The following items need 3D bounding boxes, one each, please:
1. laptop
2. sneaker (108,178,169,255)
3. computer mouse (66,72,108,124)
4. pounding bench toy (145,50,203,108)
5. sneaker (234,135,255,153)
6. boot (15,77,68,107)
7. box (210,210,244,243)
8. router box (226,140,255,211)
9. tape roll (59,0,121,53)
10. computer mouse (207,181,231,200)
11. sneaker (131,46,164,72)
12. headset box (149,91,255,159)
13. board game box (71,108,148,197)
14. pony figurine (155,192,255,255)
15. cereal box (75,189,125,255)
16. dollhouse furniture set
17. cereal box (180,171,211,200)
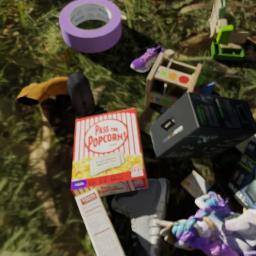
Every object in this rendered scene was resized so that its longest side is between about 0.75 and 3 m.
[{"bbox_3d":[2.015,-1.039,9.618,1.436,0.832,1.345,19,60,11],"label":"laptop"},{"bbox_3d":[0.151,2.553,7.464,1.585,1.030,2.745,7,52,13],"label":"sneaker"},{"bbox_3d":[-1.458,-1.005,9.237,1.193,0.454,1.723,-23,102,-8],"label":"computer mouse"},{"bbox_3d":[1.755,-1.737,9.686,1.652,1.316,2.118,19,60,13],"label":"pounding bench toy"},{"bbox_3d":[4.112,0.378,8.247,1.109,1.691,2.940,-21,61,-12],"label":"sneaker"},{"bbox_3d":[-2.764,-1.165,9.541,1.846,0.649,1.321,-5,32,6],"label":"boot"},{"bbox_3d":[3.445,3.010,7.311,2.272,0.565,1.792,-22,61,-13],"label":"box"},{"bbox_3d":[3.226,1.246,6.730,0.613,1.973,1.478,24,99,-3],"label":"router box"},{"bbox_3d":[-1.523,-4.271,11.588,2.494,0.818,2.494,0,59,1],"label":"tape roll"},{"bbox_3d":[3.001,1.654,8.139,1.678,0.286,0.492,-23,76,-12],"label":"computer mouse"},{"bbox_3d":[0.784,-2.639,10.549,1.570,0.694,0.632,-28,63,-26],"label":"sneaker"},{"bbox_3d":[1.966,0.049,7.810,2.278,1.984,1.057,3,62,-26],"label":"headset box"},{"bbox_3d":[-0.575,0.683,8.240,1.988,0.608,2.624,-11,47,5],"label":"board game box"},{"bbox_3d":[2.247,2.455,5.932,2.753,2.852,2.375,27,104,33],"label":"pony figurine"},{"bbox_3d":[-0.331,3.049,6.409,0.574,2.089,2.904,-23,61,-13],"label":"cereal box"},{"bbox_3d":[3.968,-4.028,11.013,1.173,1.531,2.337,3,59,3],"label":"dollhouse furniture set"},{"bbox_3d":[2.053,1.753,8.312,0.588,0.162,0.817,-37,66,-20],"label":"cereal box"}]
